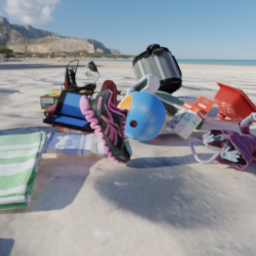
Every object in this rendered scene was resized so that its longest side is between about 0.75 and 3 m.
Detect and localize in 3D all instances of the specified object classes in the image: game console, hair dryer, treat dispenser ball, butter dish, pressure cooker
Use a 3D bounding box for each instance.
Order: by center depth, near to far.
[{"bbox_3d":[0.429,-0.362,9.041,1.597,1.597,1.597,0,15,0],"label":"treat dispenser ball"},{"bbox_3d":[-1.843,-0.621,9.816,1.795,1.065,1.547,11,14,7],"label":"game console"},{"bbox_3d":[4.387,-0.904,12.039,1.803,1.336,1.808,38,5,-26],"label":"butter dish"},{"bbox_3d":[-1.409,-1.420,12.153,1.979,2.598,0.706,-45,-5,-10],"label":"hair dryer"},{"bbox_3d":[-2.810,-1.544,12.704,0.774,2.849,2.170,22,-18,37],"label":"hair dryer"},{"bbox_3d":[1.252,-2.635,12.836,2.005,2.279,2.036,-28,-17,33],"label":"pressure cooker"}]

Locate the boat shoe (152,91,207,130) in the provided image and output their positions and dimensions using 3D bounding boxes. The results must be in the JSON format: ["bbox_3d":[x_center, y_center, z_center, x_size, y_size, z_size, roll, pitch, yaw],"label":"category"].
[{"bbox_3d":[1.809,-0.736,10.966,2.523,0.760,0.899,30,32,29],"label":"boat shoe"}]

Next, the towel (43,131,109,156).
[{"bbox_3d":[-1.404,0.454,8.444,2.263,0.269,1.662,3,14,-6],"label":"towel"}]

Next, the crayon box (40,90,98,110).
[{"bbox_3d":[-3.052,-1.530,15.073,2.673,0.779,2.306,-1,15,1],"label":"crayon box"}]

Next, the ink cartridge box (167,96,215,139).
[{"bbox_3d":[2.164,-0.473,9.716,0.411,1.634,0.890,38,2,-30],"label":"ink cartridge box"}]

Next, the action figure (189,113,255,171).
[{"bbox_3d":[3.030,0.560,7.435,2.202,1.475,1.640,-5,-21,-40],"label":"action figure"}]

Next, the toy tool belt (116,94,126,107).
[{"bbox_3d":[-0.208,-0.938,12.824,1.143,1.162,1.861,-27,3,21],"label":"toy tool belt"}]

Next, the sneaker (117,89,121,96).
[{"bbox_3d":[-0.845,-2.447,19.466,0.514,0.384,1.144,-7,15,14],"label":"sneaker"}]

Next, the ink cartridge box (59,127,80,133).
[{"bbox_3d":[-2.092,-0.062,10.498,0.819,0.345,0.593,5,16,19],"label":"ink cartridge box"}]

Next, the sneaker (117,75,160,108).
[{"bbox_3d":[0.132,-1.075,10.583,0.903,2.399,1.062,43,14,18],"label":"sneaker"}]

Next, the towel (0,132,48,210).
[{"bbox_3d":[-3.003,0.849,6.203,2.128,0.326,2.790,-5,26,-6],"label":"towel"}]

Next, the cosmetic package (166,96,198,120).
[{"bbox_3d":[1.890,-0.916,12.566,2.213,0.898,1.249,-8,13,-22],"label":"cosmetic package"}]

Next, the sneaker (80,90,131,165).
[{"bbox_3d":[-0.334,-0.031,7.050,0.993,2.081,0.822,-27,18,5],"label":"sneaker"}]
